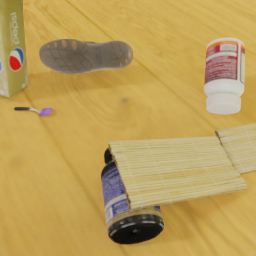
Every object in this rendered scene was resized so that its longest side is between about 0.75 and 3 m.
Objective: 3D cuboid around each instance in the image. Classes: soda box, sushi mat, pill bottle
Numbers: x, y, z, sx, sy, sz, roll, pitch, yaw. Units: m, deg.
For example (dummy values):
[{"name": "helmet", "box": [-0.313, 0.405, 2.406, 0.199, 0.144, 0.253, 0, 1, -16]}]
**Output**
[{"name": "soda box", "box": [-3.298, -2.277, 7.199, 0.943, 2.785, 0.892, 17, 35, 11]}, {"name": "sushi mat", "box": [1.058, 0.756, 5.507, 2.866, 0.173, 1.371, -1, 49, -30]}, {"name": "pill bottle", "box": [2.497, -1.324, 7.285, 0.982, 0.982, 1.792, 6, 76, 5]}, {"name": "pill bottle", "box": [0.004, 1.187, 5.399, 0.997, 0.997, 1.783, -7, 49, -6]}, {"name": "sushi mat", "box": [3.425, 0.324, 6.675, 2.526, 0.153, 1.208, -10, 57, -9]}]

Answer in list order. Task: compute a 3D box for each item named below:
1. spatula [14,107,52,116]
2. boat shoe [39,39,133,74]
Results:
[{"name": "spatula", "box": [-2.544, -0.481, 7.486, 1.086, 0.112, 0.307, 7, 46, 7]}, {"name": "boat shoe", "box": [-1.178, -2.014, 8.010, 2.573, 0.974, 0.924, 1, 12, -7]}]
